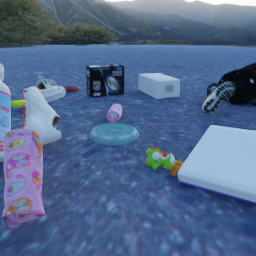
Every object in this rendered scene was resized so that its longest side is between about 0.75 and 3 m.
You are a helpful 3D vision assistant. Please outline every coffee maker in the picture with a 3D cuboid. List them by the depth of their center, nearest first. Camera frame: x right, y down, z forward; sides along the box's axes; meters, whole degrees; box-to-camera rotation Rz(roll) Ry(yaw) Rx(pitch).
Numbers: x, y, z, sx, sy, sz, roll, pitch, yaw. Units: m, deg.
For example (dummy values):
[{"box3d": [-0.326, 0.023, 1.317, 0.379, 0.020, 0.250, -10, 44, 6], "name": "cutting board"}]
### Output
[{"box3d": [4.966, -1.994, 12.021, 2.292, 1.607, 2.386, 15, 24, 36], "name": "coffee maker"}]

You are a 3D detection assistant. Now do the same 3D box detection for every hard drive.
[{"box3d": [2.575, 0.715, 5.398, 2.695, 0.342, 1.778, 10, 41, 38], "name": "hard drive"}]

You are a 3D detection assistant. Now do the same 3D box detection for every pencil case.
[{"box3d": [-1.711, 0.775, 4.546, 0.662, 0.662, 1.515, -5, 63, -13], "name": "pencil case"}, {"box3d": [-0.457, -0.518, 9.647, 0.468, 0.468, 1.070, 2, 19, 6], "name": "pencil case"}]

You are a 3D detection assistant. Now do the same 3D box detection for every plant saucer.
[{"box3d": [-0.411, 0.127, 8.265, 1.492, 0.204, 1.492, 0, 19, 0], "name": "plant saucer"}]

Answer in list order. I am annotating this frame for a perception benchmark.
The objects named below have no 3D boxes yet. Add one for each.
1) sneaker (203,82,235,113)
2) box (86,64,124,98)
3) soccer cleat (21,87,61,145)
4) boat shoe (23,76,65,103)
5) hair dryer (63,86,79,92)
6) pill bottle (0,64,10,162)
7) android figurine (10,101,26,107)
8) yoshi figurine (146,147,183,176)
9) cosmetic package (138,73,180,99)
[{"box3d": [3.200, -1.131, 10.085, 1.416, 0.553, 0.640, -41, 5, 5], "name": "sneaker"}, {"box3d": [-1.048, -2.194, 12.917, 1.643, 1.345, 0.708, -7, 22, -21], "name": "box"}, {"box3d": [-2.424, -0.354, 7.819, 0.981, 0.877, 2.530, -4, 37, -17], "name": "soccer cleat"}, {"box3d": [-3.581, -1.711, 12.001, 0.920, 1.062, 2.492, 9, 22, 23], "name": "boat shoe"}, {"box3d": [-2.926, -1.978, 13.868, 1.071, 0.291, 0.816, 9, 21, 20], "name": "hair dryer"}, {"box3d": [-3.302, -0.350, 6.311, 1.221, 2.246, 1.221, -4, -9, -1], "name": "pill bottle"}, {"box3d": [-3.971, -0.915, 10.488, 0.952, 0.195, 0.866, 0, 11, -2], "name": "android figurine"}, {"box3d": [0.755, 0.795, 6.322, 0.855, 0.481, 0.479, 28, 72, 26], "name": "yoshi figurine"}, {"box3d": [1.407, -2.028, 13.225, 1.173, 0.844, 2.080, -7, 20, -20], "name": "cosmetic package"}]
